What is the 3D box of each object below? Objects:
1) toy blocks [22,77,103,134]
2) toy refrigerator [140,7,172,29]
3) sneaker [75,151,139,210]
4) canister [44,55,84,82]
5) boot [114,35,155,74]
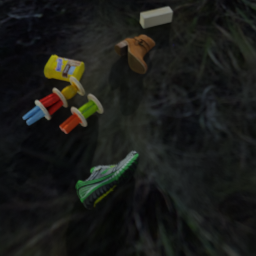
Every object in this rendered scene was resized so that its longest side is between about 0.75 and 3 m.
[{"bbox_3d":[-2.530,-0.580,10.719,2.487,0.903,2.072,-39,69,-17],"label":"toy blocks"},{"bbox_3d":[1.414,-5.632,14.258,1.569,0.596,0.549,-17,58,-10],"label":"toy refrigerator"},{"bbox_3d":[-0.647,1.505,9.293,2.482,0.968,1.057,-34,62,-20],"label":"sneaker"},{"bbox_3d":[-2.751,-2.538,12.198,1.436,0.622,1.067,13,57,7],"label":"canister"},{"bbox_3d":[0.615,-3.466,12.739,1.653,0.787,2.137,-30,65,-24],"label":"boot"}]
